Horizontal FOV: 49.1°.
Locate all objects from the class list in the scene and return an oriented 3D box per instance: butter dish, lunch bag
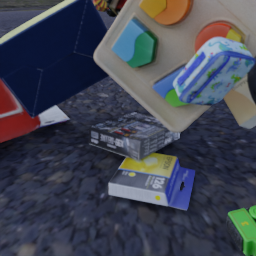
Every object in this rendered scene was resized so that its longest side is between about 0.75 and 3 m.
[{"bbox_3d":[-4.304,-0.499,7.522,2.787,2.779,2.060,-25,-8,-41],"label":"butter dish"},{"bbox_3d":[1.150,-0.734,3.879,0.800,0.995,0.410,4,53,-32],"label":"lunch bag"}]

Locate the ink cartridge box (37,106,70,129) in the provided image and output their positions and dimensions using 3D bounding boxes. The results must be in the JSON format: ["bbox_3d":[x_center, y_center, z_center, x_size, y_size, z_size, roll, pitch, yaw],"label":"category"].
[{"bbox_3d":[-2.590,-0.261,8.732,1.189,0.262,1.211,-17,34,-29],"label":"ink cartridge box"}]

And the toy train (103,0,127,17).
[{"bbox_3d":[-0.109,-2.783,6.632,0.670,0.499,2.925,18,-12,45],"label":"toy train"}]

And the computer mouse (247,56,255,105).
[{"bbox_3d":[2.029,-0.378,3.885,0.304,1.321,0.928,-19,15,-10],"label":"computer mouse"}]

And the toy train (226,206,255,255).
[{"bbox_3d":[2.219,2.133,3.957,0.734,0.543,2.603,-13,29,-3],"label":"toy train"}]

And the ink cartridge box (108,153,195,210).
[{"bbox_3d":[0.583,1.037,6.065,1.588,0.373,1.570,5,22,17],"label":"ink cartridge box"}]

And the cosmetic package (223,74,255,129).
[{"bbox_3d":[2.367,-0.875,5.787,0.568,0.840,1.598,9,50,-45],"label":"cosmetic package"}]

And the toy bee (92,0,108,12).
[{"bbox_3d":[-1.345,-4.954,10.103,0.898,1.081,1.652,-20,71,-20],"label":"toy bee"}]

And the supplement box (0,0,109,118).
[{"bbox_3d":[-1.751,-1.992,7.094,2.555,1.715,2.553,-28,29,2],"label":"supplement box"}]

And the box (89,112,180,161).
[{"bbox_3d":[0.223,0.125,7.310,1.561,0.493,1.980,15,22,34],"label":"box"}]

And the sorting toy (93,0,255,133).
[{"bbox_3d":[0.838,-1.417,4.849,2.368,2.558,0.467,43,31,0],"label":"sorting toy"}]
